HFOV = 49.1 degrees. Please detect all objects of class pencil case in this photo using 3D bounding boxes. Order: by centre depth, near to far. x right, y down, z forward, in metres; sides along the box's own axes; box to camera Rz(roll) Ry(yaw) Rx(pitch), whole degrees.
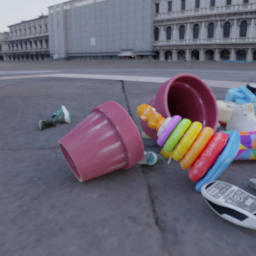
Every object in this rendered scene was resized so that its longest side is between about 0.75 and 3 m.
[{"bbox_3d":[3.976,0.536,8.652,2.414,1.067,1.067,0,16,0],"label":"pencil case"}]

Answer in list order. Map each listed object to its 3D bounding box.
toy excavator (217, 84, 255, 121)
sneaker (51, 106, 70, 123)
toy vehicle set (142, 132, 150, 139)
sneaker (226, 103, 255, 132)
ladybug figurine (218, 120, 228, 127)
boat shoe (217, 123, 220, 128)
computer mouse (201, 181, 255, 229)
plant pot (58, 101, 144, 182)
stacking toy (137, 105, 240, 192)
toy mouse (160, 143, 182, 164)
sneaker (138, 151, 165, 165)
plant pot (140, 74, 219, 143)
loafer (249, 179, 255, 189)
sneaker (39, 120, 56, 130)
[{"bbox_3d":[4.777,-0.999,12.581,2.922,1.460,2.841,7,29,-6],"label":"toy excavator"},{"bbox_3d":[-3.371,-0.637,13.657,0.779,0.663,1.709,-10,17,-21],"label":"sneaker"},{"bbox_3d":[1.262,0.192,11.462,0.843,0.180,1.356,10,19,32],"label":"toy vehicle set"},{"bbox_3d":[4.834,-0.294,11.105,0.844,1.325,2.292,-5,17,-25],"label":"sneaker"},{"bbox_3d":[4.519,-0.295,12.770,0.748,0.397,1.103,-10,19,-24],"label":"ladybug figurine"},{"bbox_3d":[3.497,-0.183,12.479,0.434,0.488,1.327,25,-1,-28],"label":"boat shoe"},{"bbox_3d":[2.479,1.729,5.522,1.232,0.493,2.246,-20,30,-39],"label":"computer mouse"},{"bbox_3d":[-0.809,0.484,7.544,1.736,1.940,1.940,-30,27,-23],"label":"plant pot"},{"bbox_3d":[1.277,0.226,7.058,2.597,1.425,1.507,34,41,10],"label":"stacking toy"},{"bbox_3d":[1.730,0.727,9.334,1.374,0.299,1.546,-3,16,-11],"label":"toy mouse"},{"bbox_3d":[0.655,0.930,8.392,0.548,0.466,1.202,14,-1,-24],"label":"sneaker"},{"bbox_3d":[1.576,-0.456,9.821,2.337,2.337,2.092,-11,-7,-34],"label":"plant pot"},{"bbox_3d":[3.272,1.447,6.799,0.289,0.290,0.829,-10,16,-7],"label":"loafer"},{"bbox_3d":[-3.543,-0.173,12.370,0.547,0.385,1.030,-2,14,2],"label":"sneaker"}]
